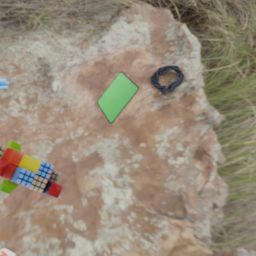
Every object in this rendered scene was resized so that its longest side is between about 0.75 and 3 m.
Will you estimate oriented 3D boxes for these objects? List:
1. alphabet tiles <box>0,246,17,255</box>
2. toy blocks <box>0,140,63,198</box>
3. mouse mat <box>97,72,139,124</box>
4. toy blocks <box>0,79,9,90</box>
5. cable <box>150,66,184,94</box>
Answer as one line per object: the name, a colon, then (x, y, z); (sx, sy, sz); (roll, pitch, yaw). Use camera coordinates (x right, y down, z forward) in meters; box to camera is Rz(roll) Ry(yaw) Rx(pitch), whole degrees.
alphabet tiles: (-4.717, 4.970, 8.819); (2.448, 0.183, 2.503); (22, 62, 13)
toy blocks: (-2.886, 1.178, 7.674); (1.988, 2.908, 1.453); (1, 63, 47)
mouse mat: (-0.433, -1.154, 10.259); (1.607, 0.075, 1.997); (-51, 33, 10)
toy blocks: (-5.154, -1.152, 9.908); (2.076, 1.731, 0.754); (-7, 65, -4)
cable: (1.818, -2.322, 13.027); (1.339, 0.417, 1.642); (33, 67, 23)
